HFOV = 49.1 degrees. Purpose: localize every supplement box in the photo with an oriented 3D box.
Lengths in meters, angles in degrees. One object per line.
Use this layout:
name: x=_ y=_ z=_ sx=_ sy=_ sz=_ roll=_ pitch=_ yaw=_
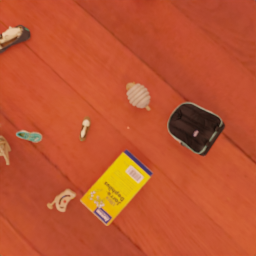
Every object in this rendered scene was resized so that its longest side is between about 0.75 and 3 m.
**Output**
supplement box: x=-0.329 y=1.774 z=8.648 sx=1.113 sy=1.106 sz=2.033 roll=42 pitch=85 yaw=4

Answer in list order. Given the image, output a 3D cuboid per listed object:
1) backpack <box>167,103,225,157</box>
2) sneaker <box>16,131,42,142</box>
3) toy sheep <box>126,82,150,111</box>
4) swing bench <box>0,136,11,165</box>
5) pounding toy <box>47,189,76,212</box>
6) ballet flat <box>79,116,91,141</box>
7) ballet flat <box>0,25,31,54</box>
backpack: x=2.065 y=0.002 z=8.761 sx=1.541 sy=1.182 sz=1.355 roll=34 pitch=95 yaw=24
sneaker: x=-3.270 y=0.291 z=9.226 sx=0.844 sy=0.336 sz=0.327 roll=8 pitch=90 yaw=1
toy sheep: x=0.353 y=-1.018 z=9.169 sx=0.779 sy=0.779 sz=1.130 roll=-43 pitch=88 yaw=-5
swing bench: x=-4.337 y=0.804 z=8.619 sx=1.135 sy=1.141 sz=0.740 roll=-22 pitch=116 yaw=-12
pounding toy: x=-2.064 y=2.366 z=8.860 sx=0.891 sy=0.511 sz=0.510 roll=-36 pitch=94 yaw=-8
ballet flat: x=-1.440 y=0.019 z=9.277 sx=0.294 sy=0.313 sz=0.866 roll=17 pitch=83 yaw=-2
ballet flat: x=-4.228 y=-2.991 z=9.506 sx=1.822 sy=0.666 sz=0.666 roll=-26 pitch=84 yaw=-3
